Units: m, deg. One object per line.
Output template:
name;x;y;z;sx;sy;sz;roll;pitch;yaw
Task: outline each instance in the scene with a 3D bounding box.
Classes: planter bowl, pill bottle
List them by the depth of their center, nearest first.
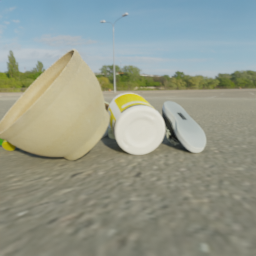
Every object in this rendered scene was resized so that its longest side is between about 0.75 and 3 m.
planter bowl;-1.283;-0.272;5.540;1.442;2.142;2.142;44;-14;-26
pill bottle;0.084;-0.230;6.811;1.118;1.118;2.008;-2;20;-11

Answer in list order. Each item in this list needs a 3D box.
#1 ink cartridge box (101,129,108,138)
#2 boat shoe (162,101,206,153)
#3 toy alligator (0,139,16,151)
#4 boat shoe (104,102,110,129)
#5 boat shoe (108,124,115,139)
ink cartridge box;-1.346;-0.486;8.477;0.413;1.648;1.337;-42;21;-13
boat shoe;1.269;0.085;7.018;0.721;0.667;1.954;0;35;-23
toy alligator;-2.809;0.160;6.500;1.957;0.531;0.580;-7;46;10
boat shoe;-1.182;-0.696;9.923;2.349;0.842;0.894;29;9;-5
boat shoe;0.268;-0.034;8.353;1.871;0.580;0.673;-1;32;-18
